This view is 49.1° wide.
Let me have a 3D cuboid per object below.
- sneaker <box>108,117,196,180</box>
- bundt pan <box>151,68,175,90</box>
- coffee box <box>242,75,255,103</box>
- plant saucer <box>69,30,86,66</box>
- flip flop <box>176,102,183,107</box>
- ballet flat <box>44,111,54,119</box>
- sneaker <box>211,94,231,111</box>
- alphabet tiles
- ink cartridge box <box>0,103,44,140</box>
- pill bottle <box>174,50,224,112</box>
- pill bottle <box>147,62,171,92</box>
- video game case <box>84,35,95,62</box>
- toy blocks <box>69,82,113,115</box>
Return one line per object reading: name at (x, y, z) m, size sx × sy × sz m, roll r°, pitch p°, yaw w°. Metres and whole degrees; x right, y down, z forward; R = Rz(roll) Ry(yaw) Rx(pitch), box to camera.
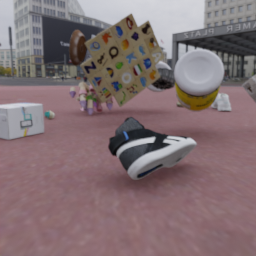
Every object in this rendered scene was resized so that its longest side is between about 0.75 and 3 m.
sneaker at (0.415, 0.182, 4.755) m, size 1.756 × 0.642 × 0.982 m, roll -9°, pitch 52°, yaw -50°
bundt pan at (1.261, -1.716, 10.154) m, size 1.076 × 0.404 × 1.076 m, roll 9°, pitch -18°, yaw 3°
coffee box at (3.951, -0.980, 8.025) m, size 0.680 × 1.189 × 0.474 m, roll -30°, pitch -12°, yaw -28°
plant saucer at (-1.430, -2.323, 8.181) m, size 0.186 × 1.017 × 1.017 m, roll 9°, pitch 12°, yaw 11°
flip flop at (3.328, -1.326, 14.698) m, size 0.725 × 0.514 × 1.787 m, roll -10°, pitch 14°, yaw -42°
ballet flat at (-3.058, -0.519, 11.026) m, size 0.327 × 0.327 × 0.943 m, roll -5°, pitch 12°, yaw -26°
sneaker at (4.634, -1.303, 13.849) m, size 0.713 × 0.812 × 2.027 m, roll -1°, pitch 9°, yaw 3°
alphabet tiles at (-0.080, -2.026, 8.542) m, size 2.651 × 2.206 × 0.084 m, roll -39°, pitch 28°, yaw -17°
ink cartridge box at (-3.106, -0.220, 7.835) m, size 0.850 × 0.846 × 1.158 m, roll 7°, pitch 13°, yaw 33°
pill bottle at (1.881, -1.138, 7.636) m, size 1.173 × 1.173 × 2.086 m, roll 2°, pitch -12°, yaw 12°
pill bottle at (1.238, -2.347, 12.481) m, size 1.265 × 1.265 × 2.255 m, roll 0°, pitch 15°, yaw 2°
video game case at (-0.743, -2.218, 8.701) m, size 1.083 × 0.982 × 0.246 m, roll 20°, pitch 8°, yaw 3°
toy blocks at (-1.657, -1.061, 12.103) m, size 1.646 × 1.386 × 1.538 m, roll -19°, pitch -30°, yaw 26°
